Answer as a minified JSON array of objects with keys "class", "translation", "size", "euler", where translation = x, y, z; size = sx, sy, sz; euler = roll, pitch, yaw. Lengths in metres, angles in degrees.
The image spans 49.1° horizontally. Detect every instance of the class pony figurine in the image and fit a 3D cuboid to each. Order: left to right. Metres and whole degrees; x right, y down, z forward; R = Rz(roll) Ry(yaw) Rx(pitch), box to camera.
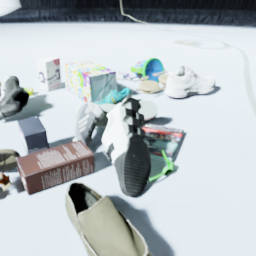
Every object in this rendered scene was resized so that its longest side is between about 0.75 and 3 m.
[{"class":"pony figurine","translation":[-0.167,-2.766,14.692],"size":[0.756,0.629,0.730],"euler":[7,60,7]}]

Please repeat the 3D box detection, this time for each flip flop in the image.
[{"class":"flip flop","translation":[-3.856,0.732,7.373],"size":[2.102,0.852,0.605],"euler":[-3,40,0]}]

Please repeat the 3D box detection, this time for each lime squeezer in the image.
[{"class":"lime squeezer","translation":[0.963,1.038,7.416],"size":[0.472,0.252,1.336],"euler":[35,36,-1]}]

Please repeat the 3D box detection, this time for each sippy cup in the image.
[{"class":"sippy cup","translation":[0.966,-2.943,14.330],"size":[1.321,1.682,1.233],"euler":[-58,35,-7]}]

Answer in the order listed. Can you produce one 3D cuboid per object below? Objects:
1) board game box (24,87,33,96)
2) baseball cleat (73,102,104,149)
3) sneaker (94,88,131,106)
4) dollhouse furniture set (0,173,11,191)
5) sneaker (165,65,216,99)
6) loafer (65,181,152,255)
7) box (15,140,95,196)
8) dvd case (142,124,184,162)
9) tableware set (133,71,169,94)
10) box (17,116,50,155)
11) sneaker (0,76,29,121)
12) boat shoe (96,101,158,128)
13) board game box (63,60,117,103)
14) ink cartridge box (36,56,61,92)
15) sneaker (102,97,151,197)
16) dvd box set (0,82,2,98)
[{"class":"board game box","translation":[-4.754,-1.630,12.679],"size":[0.835,0.199,0.424],"euler":[-3,41,-6]},{"class":"baseball cleat","translation":[-1.204,-0.118,8.683],"size":[1.005,0.658,1.888],"euler":[-19,54,8]},{"class":"sneaker","translation":[-0.680,-1.166,11.299],"size":[1.847,0.735,0.716],"euler":[-20,33,-32]},{"class":"dollhouse furniture set","translation":[-3.632,1.131,6.391],"size":[1.345,1.360,0.701],"euler":[-41,33,-7]},{"class":"sneaker","translation":[2.900,-2.134,12.465],"size":[2.780,1.385,1.041],"euler":[-15,27,-28]},{"class":"loafer","translation":[-0.546,1.828,5.210],"size":[0.957,0.887,2.546],"euler":[-33,37,-27]},{"class":"box","translation":[-1.855,0.982,7.261],"size":[1.801,0.675,0.902],"euler":[-14,31,-28]},{"class":"dvd case","translation":[0.909,0.420,8.820],"size":[1.375,0.207,1.884],"euler":[10,28,18]},{"class":"tableware set","translation":[1.455,-2.035,13.326],"size":[2.224,0.446,1.470],"euler":[-22,42,-28]},{"class":"box","translation":[-2.674,0.368,7.993],"size":[0.645,1.039,1.047],"euler":[-16,31,-24]},{"class":"sneaker","translation":[-4.331,-1.265,10.863],"size":[1.165,0.856,2.575],"euler":[-13,40,3]},{"class":"boat shoe","translation":[-0.217,-0.339,9.730],"size":[2.508,0.757,0.948],"euler":[-4,65,-5]},{"class":"board game box","translation":[-1.718,-2.061,12.390],"size":[1.295,1.318,2.514],"euler":[-18,32,-30]},{"class":"ink cartridge box","translation":[-3.721,-2.555,13.243],"size":[0.600,1.422,1.029],"euler":[16,31,22]},{"class":"sneaker","translation":[-0.135,0.575,7.343],"size":[0.981,1.171,2.647],"euler":[26,50,-39]},{"class":"dvd box set","translation":[-5.270,-1.358,11.123],"size":[0.263,1.308,1.788],"euler":[-29,29,5]}]
